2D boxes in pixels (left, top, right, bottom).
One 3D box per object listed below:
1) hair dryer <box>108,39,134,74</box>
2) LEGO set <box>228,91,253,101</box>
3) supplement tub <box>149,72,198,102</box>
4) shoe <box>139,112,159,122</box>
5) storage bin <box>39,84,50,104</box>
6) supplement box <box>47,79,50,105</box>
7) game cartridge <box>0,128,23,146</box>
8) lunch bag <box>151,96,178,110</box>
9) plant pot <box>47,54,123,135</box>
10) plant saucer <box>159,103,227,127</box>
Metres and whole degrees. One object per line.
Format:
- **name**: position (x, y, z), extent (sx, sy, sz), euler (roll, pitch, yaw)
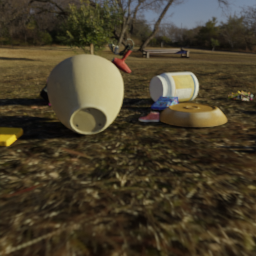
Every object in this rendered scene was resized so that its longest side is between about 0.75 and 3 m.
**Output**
- **hair dryer**: position (-0.173, -2.604, 10.484), extent (0.963, 1.264, 0.343), euler (-10, 27, 7)
- **LEGO set**: position (5.984, -1.624, 14.991), extent (1.261, 0.469, 0.580), euler (3, -18, 25)
- **supplement tub**: position (2.292, -2.013, 14.144), extent (2.080, 1.505, 1.505), euler (-8, 19, -26)
- **shoe**: position (0.818, -0.444, 10.930), extent (0.797, 0.362, 0.285), euler (1, 17, 2)
- **storage bin**: position (-2.632, -1.160, 10.815), extent (0.646, 1.378, 0.932), euler (-57, 16, -21)
- **supplement box**: position (-2.839, -1.909, 14.248), extent (2.417, 1.249, 1.223), euler (-3, 18, -13)
- **game cartridge**: position (-4.269, 0.273, 8.856), extent (1.498, 0.243, 1.320), euler (3, 17, 1)
- **lunch bag**: position (1.644, -1.014, 12.649), extent (0.877, 0.548, 1.166), euler (6, 25, 33)
- **plant pot**: position (-1.335, -0.805, 9.161), extent (2.608, 2.608, 1.751), euler (-3, 44, -10)
- **plant saucer**: position (2.533, -0.595, 11.129), extent (2.672, 0.473, 2.672), euler (-1, 16, 0)
